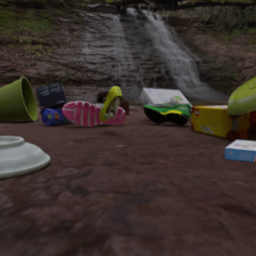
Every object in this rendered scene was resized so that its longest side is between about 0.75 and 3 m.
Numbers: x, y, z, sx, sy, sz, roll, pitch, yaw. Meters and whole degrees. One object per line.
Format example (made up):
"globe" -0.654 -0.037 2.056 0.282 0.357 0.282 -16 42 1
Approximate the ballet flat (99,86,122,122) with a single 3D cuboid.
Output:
"ballet flat" -0.547 -0.626 8.874 0.497 1.487 0.498 -10 51 -36

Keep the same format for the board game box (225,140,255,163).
"board game box" 2.509 0.464 5.642 0.861 0.227 1.125 4 8 32

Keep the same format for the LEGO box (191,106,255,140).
"LEGO box" 3.281 -0.229 8.852 1.681 0.871 2.257 -2 7 -18

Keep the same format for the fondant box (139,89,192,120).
"fondant box" 1.943 -1.184 14.021 2.328 0.678 1.680 -2 44 -30

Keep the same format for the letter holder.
"letter holder" -0.931 -1.540 17.614 1.066 1.506 2.119 5 8 33

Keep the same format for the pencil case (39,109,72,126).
"pencil case" -2.915 -0.494 11.975 0.798 0.717 1.837 -21 -4 28

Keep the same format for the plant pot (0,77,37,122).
"plant pot" -5.650 -1.134 13.209 2.051 2.160 2.160 -13 7 -4

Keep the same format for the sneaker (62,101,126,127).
"sneaker" -1.488 -0.557 11.513 2.677 0.987 1.171 2 5 -31

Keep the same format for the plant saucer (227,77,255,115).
"plant saucer" 3.387 -1.034 7.004 2.119 0.329 2.119 -33 7 5

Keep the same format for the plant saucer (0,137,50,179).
"plant saucer" -2.315 0.439 4.832 1.861 0.467 1.861 0 6 0

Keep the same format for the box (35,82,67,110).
"box" -3.169 -1.265 11.632 1.044 0.951 0.544 -16 -12 -4

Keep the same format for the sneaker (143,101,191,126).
"sneaker" 1.629 -0.696 11.853 2.240 0.874 0.954 11 51 34
